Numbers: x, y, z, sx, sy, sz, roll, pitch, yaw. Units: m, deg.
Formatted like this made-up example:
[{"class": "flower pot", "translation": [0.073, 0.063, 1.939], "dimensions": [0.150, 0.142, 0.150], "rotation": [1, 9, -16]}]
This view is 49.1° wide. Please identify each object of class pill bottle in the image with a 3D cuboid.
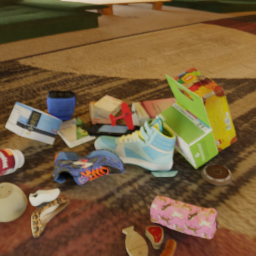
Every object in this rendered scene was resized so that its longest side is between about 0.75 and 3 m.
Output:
[{"class": "pill bottle", "translation": [-4.342, 1.177, 9.450], "dimensions": [0.875, 0.875, 1.549], "rotation": [16, 11, 22]}]

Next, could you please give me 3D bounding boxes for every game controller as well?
[{"class": "game controller", "translation": [-0.577, 0.120, 11.248], "dimensions": [2.091, 0.440, 1.091], "rotation": [3, 15, 19]}]

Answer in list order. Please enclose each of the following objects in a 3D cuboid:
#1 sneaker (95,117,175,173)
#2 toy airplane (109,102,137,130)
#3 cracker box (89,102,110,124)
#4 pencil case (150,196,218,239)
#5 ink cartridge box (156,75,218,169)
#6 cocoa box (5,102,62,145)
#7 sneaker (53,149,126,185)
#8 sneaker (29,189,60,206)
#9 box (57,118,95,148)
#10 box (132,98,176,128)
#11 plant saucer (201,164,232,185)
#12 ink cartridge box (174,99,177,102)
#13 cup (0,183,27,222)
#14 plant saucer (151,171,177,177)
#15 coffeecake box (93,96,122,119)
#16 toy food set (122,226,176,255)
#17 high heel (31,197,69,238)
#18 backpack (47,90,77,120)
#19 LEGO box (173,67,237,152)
[{"class": "sneaker", "translation": [0.309, 0.323, 9.922], "dimensions": [2.909, 1.899, 1.157], "rotation": [13, 30, 3]}, {"class": "toy airplane", "translation": [-0.247, -0.451, 11.156], "dimensions": [1.279, 0.235, 1.279], "rotation": [-8, 67, 18]}, {"class": "cracker box", "translation": [-1.277, -0.669, 12.814], "dimensions": [0.867, 0.373, 1.294], "rotation": [4, 37, -19]}, {"class": "pencil case", "translation": [1.528, 2.468, 7.853], "dimensions": [1.861, 0.771, 0.805], "rotation": [7, 9, 29]}, {"class": "ink cartridge box", "translation": [1.902, -0.219, 9.999], "dimensions": [1.082, 2.857, 2.111], "rotation": [-36, 42, -4]}, {"class": "cocoa box", "translation": [-3.632, -0.154, 10.914], "dimensions": [1.089, 1.071, 1.633], "rotation": [21, -3, 32]}, {"class": "sneaker", "translation": [-1.336, 1.438, 9.398], "dimensions": [2.742, 1.033, 1.075], "rotation": [-6, 47, 23]}, {"class": "sneaker", "translation": [-2.531, 2.045, 8.458], "dimensions": [0.918, 0.368, 0.323], "rotation": [-20, 36, -8]}, {"class": "box", "translation": [-2.280, 0.164, 11.911], "dimensions": [1.155, 0.291, 1.600], "rotation": [-21, 40, -28]}, {"class": "box", "translation": [1.231, -0.453, 12.086], "dimensions": [1.941, 1.057, 1.241], "rotation": [-8, 38, -13]}, {"class": "plant saucer", "translation": [3.119, 1.591, 9.831], "dimensions": [1.058, 0.170, 1.058], "rotation": [-2, 33, 1]}, {"class": "ink cartridge box", "translation": [2.166, -0.816, 12.890], "dimensions": [0.176, 0.797, 0.812], "rotation": [-5, 35, -16]}, {"class": "cup", "translation": [-3.663, 2.115, 8.398], "dimensions": [1.120, 0.801, 1.120], "rotation": [5, 44, -5]}, {"class": "plant saucer", "translation": [1.251, 1.578, 9.600], "dimensions": [0.891, 0.160, 0.891], "rotation": [-2, -6, 0]}, {"class": "coffeecake box", "translation": [-0.900, -0.940, 12.549], "dimensions": [0.878, 0.418, 1.144], "rotation": [21, 36, 17]}, {"class": "toy food set", "translation": [0.798, 3.386, 7.126], "dimensions": [1.490, 0.369, 2.344], "rotation": [-9, 26, -9]}, {"class": "high heel", "translation": [-2.241, 2.553, 8.165], "dimensions": [1.009, 0.506, 1.416], "rotation": [-9, 27, -5]}, {"class": "backpack", "translation": [-2.907, -0.989, 12.450], "dimensions": [1.272, 1.314, 1.566], "rotation": [-6, 14, -11]}, {"class": "LEGO box", "translation": [2.928, -0.669, 10.799], "dimensions": [1.055, 2.735, 2.037], "rotation": [-32, 38, 0]}]
